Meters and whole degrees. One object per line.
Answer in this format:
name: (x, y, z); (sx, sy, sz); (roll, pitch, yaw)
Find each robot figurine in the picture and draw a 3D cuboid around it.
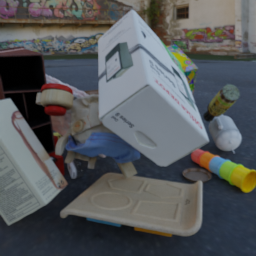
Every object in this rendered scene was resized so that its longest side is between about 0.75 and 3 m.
robot figurine: (3.485, 0.194, 10.117); (0.902, 1.355, 1.598); (-33, 36, 21)

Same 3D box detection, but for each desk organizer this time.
desk organizer: (-2.898, -0.615, 7.785); (1.070, 2.983, 1.148); (-24, 35, -39)

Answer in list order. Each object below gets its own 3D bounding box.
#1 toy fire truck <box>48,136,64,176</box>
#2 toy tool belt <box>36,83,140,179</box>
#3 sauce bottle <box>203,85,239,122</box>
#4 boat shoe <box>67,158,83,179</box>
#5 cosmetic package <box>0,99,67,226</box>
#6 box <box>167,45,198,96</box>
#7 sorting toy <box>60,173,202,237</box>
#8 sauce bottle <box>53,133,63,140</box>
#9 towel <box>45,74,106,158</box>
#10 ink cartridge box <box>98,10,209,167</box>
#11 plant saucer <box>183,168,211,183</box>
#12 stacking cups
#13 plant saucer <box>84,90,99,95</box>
toy fire truck: (-3.049, 1.086, 8.553); (2.030, 0.702, 2.878); (16, 25, 41)
toy tool belt: (-0.786, 0.220, 6.784); (2.992, 1.839, 1.868); (16, -18, -43)
sauce bottle: (2.995, -0.725, 9.235); (0.595, 0.595, 1.840); (-2, -23, -7)
boat shoe: (-1.650, 1.161, 8.791); (0.420, 0.443, 1.266); (0, 19, -20)
cosmetic package: (-2.586, 0.707, 6.104); (1.226, 2.372, 1.035); (-30, 5, 21)
box: (0.779, -1.263, 10.662); (2.871, 2.765, 1.751); (-16, 48, -13)
sorting toy: (0.257, 1.720, 6.567); (2.850, 0.520, 2.638); (1, 8, 15)
sauce bottle: (-2.813, 0.381, 11.078); (1.280, 0.414, 0.414); (-12, 22, -27)
towel: (-2.043, -0.436, 8.968); (2.888, 2.759, 0.466); (27, 59, 27)
ink cartridge box: (0.470, -0.930, 6.396); (1.249, 2.169, 2.972); (-34, 40, 25)
plant saucer: (2.059, 1.442, 8.396); (0.836, 0.134, 0.836); (0, 19, 0)
stacking cups: (2.808, 1.139, 8.473); (0.670, 0.670, 2.215); (-9, 20, -24)
plant saucer: (-1.752, -1.905, 17.682); (2.884, 0.527, 2.884); (-1, 19, 0)
